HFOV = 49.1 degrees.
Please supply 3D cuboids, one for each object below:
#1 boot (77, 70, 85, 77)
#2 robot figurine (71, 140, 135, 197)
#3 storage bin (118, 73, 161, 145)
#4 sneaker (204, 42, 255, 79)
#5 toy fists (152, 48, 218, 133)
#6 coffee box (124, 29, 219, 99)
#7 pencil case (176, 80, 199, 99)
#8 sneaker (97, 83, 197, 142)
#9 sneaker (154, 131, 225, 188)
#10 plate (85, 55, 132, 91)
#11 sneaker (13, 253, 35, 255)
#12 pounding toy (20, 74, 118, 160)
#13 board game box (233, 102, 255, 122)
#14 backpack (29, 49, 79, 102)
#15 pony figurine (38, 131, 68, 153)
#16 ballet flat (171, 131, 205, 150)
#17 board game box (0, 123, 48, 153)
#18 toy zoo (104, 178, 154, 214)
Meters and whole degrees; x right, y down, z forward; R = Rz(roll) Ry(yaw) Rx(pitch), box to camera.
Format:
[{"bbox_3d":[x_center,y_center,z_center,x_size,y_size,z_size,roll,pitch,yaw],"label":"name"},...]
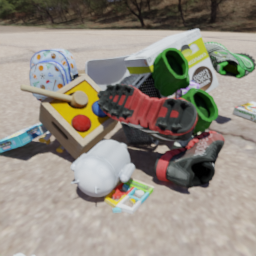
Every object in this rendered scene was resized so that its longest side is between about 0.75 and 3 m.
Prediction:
[{"bbox_3d":[-2.451,-1.526,10.841,2.062,1.106,0.774,-12,6,-6],"label":"boot"},{"bbox_3d":[-0.634,1.008,7.100,1.605,1.069,1.892,5,24,24],"label":"robot figurine"},{"bbox_3d":[0.417,-0.588,9.135,0.972,2.074,1.402,-2,33,32],"label":"storage bin"},{"bbox_3d":[3.322,-2.464,10.180,2.362,0.922,1.006,27,45,33],"label":"sneaker"},{"bbox_3d":[1.585,-1.063,8.251,0.903,2.627,1.339,-31,-6,-23],"label":"toy fists"},{"bbox_3d":[1.552,-2.058,10.487,2.246,2.224,2.249,-31,20,-13],"label":"coffee box"},{"bbox_3d":[1.823,-0.682,9.290,0.782,1.830,0.768,14,13,26],"label":"pencil case"},{"bbox_3d":[0.481,-0.339,7.468,2.930,1.431,1.036,18,75,29],"label":"sneaker"},{"bbox_3d":[2.016,0.876,7.697,2.685,0.949,1.312,-22,32,-36],"label":"sneaker"},{"bbox_3d":[-0.810,-1.553,11.040,0.405,2.504,2.499,25,31,37],"label":"plate"},{"bbox_3d":[-2.088,2.463,5.010,0.919,0.358,0.457,5,17,-11],"label":"sneaker"},{"bbox_3d":[-1.614,-0.525,8.186,2.217,1.576,2.041,45,58,5],"label":"pounding toy"},{"bbox_3d":[5.630,-0.537,11.517,1.330,0.365,2.107,-15,29,-32],"label":"board game box"},{"bbox_3d":[-2.569,-1.818,9.618,1.836,1.749,1.414,-3,12,9],"label":"backpack"},{"bbox_3d":[-1.994,0.011,9.357,1.614,1.392,1.672,11,47,0],"label":"pony figurine"},{"bbox_3d":[1.911,0.410,9.051,0.671,0.675,1.973,5,22,40],"label":"ballet flat"},{"bbox_3d":[-3.449,0.323,8.884,1.521,0.357,1.149,-15,13,34],"label":"board game box"},{"bbox_3d":[-0.005,1.682,6.900,0.823,0.128,1.254,16,29,30],"label":"toy zoo"}]
